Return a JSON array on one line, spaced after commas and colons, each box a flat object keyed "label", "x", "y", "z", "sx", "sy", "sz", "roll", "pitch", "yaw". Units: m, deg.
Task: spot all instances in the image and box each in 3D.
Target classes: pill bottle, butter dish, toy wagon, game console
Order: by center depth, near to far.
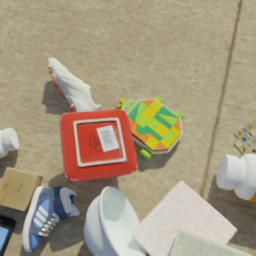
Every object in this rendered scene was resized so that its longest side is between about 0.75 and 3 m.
[{"label": "game console", "x": -4.526, "y": 3.453, "z": 8.694, "sx": 1.362, "sy": 0.902, "sz": 1.549, "roll": 17, "pitch": 75, "yaw": 5}, {"label": "pill bottle", "x": 4.288, "y": 1.666, "z": 8.900, "sx": 2.634, "sy": 1.463, "sz": 1.463, "roll": 13, "pitch": 74, "yaw": 4}, {"label": "butter dish", "x": -1.024, "y": 0.700, "z": 9.088, "sx": 2.221, "sy": 1.646, "sz": 2.227, "roll": -6, "pitch": 67, "yaw": -14}, {"label": "pill bottle", "x": -4.727, "y": 0.621, "z": 9.435, "sx": 1.823, "sy": 1.028, "sz": 1.028, "roll": -16, "pitch": 75, "yaw": -5}, {"label": "toy wagon", "x": 0.633, "y": -0.219, "z": 9.946, "sx": 2.579, "sy": 0.510, "sz": 2.001, "roll": 39, "pitch": 77, "yaw": 10}]

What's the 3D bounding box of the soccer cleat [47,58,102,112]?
[{"label": "soccer cleat", "x": -1.986, "y": -1.486, "z": 10.169, "sx": 1.023, "sy": 0.914, "sz": 2.638, "roll": -32, "pitch": 83, "yaw": -14}]

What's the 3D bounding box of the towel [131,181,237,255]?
[{"label": "towel", "x": 1.679, "y": 3.168, "z": 8.488, "sx": 2.371, "sy": 0.382, "sz": 2.264, "roll": -43, "pitch": 65, "yaw": -16}]

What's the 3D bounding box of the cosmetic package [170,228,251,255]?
[{"label": "cosmetic package", "x": 2.172, "y": 3.583, "z": 7.564, "sx": 1.990, "sy": 0.727, "sz": 1.030, "roll": 18, "pitch": 66, "yaw": 16}]

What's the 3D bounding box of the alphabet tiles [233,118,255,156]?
[{"label": "alphabet tiles", "x": 4.577, "y": 0.418, "z": 10.008, "sx": 1.503, "sy": 0.048, "sz": 1.251, "roll": -35, "pitch": 77, "yaw": -9}]

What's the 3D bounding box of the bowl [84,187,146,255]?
[{"label": "bowl", "x": -0.530, "y": 3.042, "z": 8.209, "sx": 1.087, "sy": 2.419, "sz": 2.419, "roll": -28, "pitch": 75, "yaw": 14}]

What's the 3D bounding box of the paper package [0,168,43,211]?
[{"label": "paper package", "x": -3.613, "y": 2.020, "z": 9.244, "sx": 1.164, "sy": 0.632, "sz": 1.221, "roll": 14, "pitch": 75, "yaw": 5}]

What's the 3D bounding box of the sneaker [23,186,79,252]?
[{"label": "sneaker", "x": -2.342, "y": 2.891, "z": 8.867, "sx": 1.508, "sy": 0.829, "sz": 2.059, "roll": 4, "pitch": 68, "yaw": 8}]
